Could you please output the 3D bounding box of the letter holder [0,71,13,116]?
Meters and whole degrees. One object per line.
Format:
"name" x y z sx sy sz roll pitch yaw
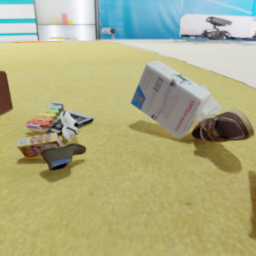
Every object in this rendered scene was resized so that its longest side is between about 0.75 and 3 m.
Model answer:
"letter holder" -5.859 -1.222 10.840 1.270 1.794 2.525 4 23 11

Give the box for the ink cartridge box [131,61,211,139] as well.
"ink cartridge box" 1.388 -0.980 9.500 2.227 1.631 0.956 37 37 19

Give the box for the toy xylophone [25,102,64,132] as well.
"toy xylophone" -2.963 -0.351 9.825 1.143 0.392 1.561 0 36 21

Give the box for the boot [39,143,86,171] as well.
"boot" -1.606 0.788 7.322 1.357 0.507 0.658 2 51 -42

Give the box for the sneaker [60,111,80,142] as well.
"sneaker" -1.903 -0.126 9.322 0.544 0.501 1.359 -29 46 5

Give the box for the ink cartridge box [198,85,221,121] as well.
"ink cartridge box" 2.720 -0.878 10.240 0.812 1.119 0.467 -31 -9 -25

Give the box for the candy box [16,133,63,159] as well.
"candy box" -2.451 0.502 7.860 1.108 0.646 0.313 -11 54 0

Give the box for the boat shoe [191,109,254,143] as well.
"boat shoe" 2.568 0.093 8.127 0.964 0.966 2.678 -31 7 -7

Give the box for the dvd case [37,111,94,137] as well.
"dvd case" -2.366 -0.190 10.353 1.335 0.220 1.777 17 28 33
